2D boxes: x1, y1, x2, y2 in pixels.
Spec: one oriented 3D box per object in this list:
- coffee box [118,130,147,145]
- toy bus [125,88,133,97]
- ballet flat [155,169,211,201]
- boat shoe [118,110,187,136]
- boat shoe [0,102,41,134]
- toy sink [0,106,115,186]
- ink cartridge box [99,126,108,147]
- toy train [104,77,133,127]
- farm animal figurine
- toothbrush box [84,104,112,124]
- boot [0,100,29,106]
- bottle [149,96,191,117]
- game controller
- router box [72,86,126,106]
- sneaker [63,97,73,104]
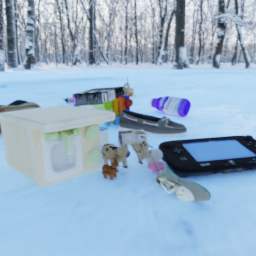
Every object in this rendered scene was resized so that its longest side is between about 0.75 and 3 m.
[{"bbox_3d":[0.138,0.307,9.261,0.874,0.349,0.494,-3,17,-12],"label":"coffee box"},{"bbox_3d":[-0.178,-2.459,19.143,1.070,0.586,1.134,7,16,26],"label":"toy bus"},{"bbox_3d":[1.073,1.263,5.768,0.440,0.465,1.380,-37,28,-20],"label":"ballet flat"},{"bbox_3d":[0.860,-0.210,10.407,2.647,0.754,0.885,5,16,19],"label":"boat shoe"},{"bbox_3d":[-4.183,-0.316,10.440,0.947,0.970,2.563,29,36,29],"label":"boat shoe"},{"bbox_3d":[-1.728,0.359,6.867,1.766,1.518,2.709,-14,15,-41],"label":"toy sink"},{"bbox_3d":[-1.498,0.258,8.947,1.440,0.606,1.041,13,20,40],"label":"ink cartridge box"},{"bbox_3d":[-0.470,-1.014,11.197,1.129,1.951,0.826,-15,23,-29],"label":"toy train"},{"bbox_3d":[0.082,0.643,6.844,1.519,0.764,1.227,-8,17,-1],"label":"farm animal figurine"},{"bbox_3d":[-1.115,-0.616,12.051,1.290,0.555,0.939,-8,28,-31],"label":"toothbrush box"},{"bbox_3d":[-5.449,-0.809,12.596,1.952,0.746,1.640,6,18,-3],"label":"boot"},{"bbox_3d":[1.949,-1.090,13.459,2.082,0.870,0.680,16,-14,43],"label":"bottle"},{"bbox_3d":[2.332,0.686,7.339,2.978,0.627,1.553,-4,16,-13],"label":"game controller"},{"bbox_3d":[-1.593,-1.893,16.407,2.163,0.740,2.900,-1,13,20],"label":"router box"},{"bbox_3d":[-3.490,-1.689,16.601,0.744,0.413,1.063,-3,15,-14],"label":"sneaker"}]
